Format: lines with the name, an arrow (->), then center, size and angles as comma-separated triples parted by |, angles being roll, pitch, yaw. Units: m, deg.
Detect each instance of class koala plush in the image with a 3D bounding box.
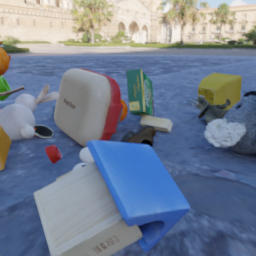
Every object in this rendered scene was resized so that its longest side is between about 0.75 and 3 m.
koala plush -> 3.229, -0.037, 6.400 | 2.285, 2.368, 2.576 | -5, -5, -44

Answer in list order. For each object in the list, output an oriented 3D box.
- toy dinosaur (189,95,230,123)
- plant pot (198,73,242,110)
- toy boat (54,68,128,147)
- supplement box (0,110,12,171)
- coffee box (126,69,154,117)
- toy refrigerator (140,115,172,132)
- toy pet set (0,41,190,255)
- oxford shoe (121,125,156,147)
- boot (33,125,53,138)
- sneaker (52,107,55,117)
toy dinosaur -> 2.927, -0.358, 9.015 | 1.176, 0.885, 2.299 | -17, 29, -1
plant pot -> 3.459, -1.315, 11.006 | 1.369, 1.338, 1.329 | -22, 27, -33
toy boat -> -0.854, -0.581, 7.917 | 1.886, 1.882, 2.885 | 8, 13, -37
supplement box -> -3.374, 0.237, 6.828 | 0.817, 0.845, 2.457 | -7, 22, -15
coffee box -> 0.447, -1.030, 8.985 | 0.467, 1.306, 2.124 | -4, -3, 14
toy refrigerator -> 0.858, -0.144, 8.583 | 0.918, 0.321, 0.348 | 11, -16, 31
toy pet set -> -0.567, 0.225, 3.671 | 1.511, 2.846, 2.657 | -28, 54, -7
oxford shoe -> 0.413, 0.333, 7.220 | 0.615, 0.529, 1.457 | 30, 29, 21
boot -> -2.660, 0.109, 8.021 | 0.939, 0.340, 0.677 | 14, -15, -26
sneaker -> -2.306, -0.694, 9.871 | 0.801, 0.716, 1.955 | -8, 19, -23
